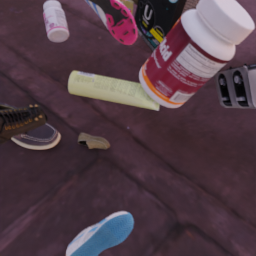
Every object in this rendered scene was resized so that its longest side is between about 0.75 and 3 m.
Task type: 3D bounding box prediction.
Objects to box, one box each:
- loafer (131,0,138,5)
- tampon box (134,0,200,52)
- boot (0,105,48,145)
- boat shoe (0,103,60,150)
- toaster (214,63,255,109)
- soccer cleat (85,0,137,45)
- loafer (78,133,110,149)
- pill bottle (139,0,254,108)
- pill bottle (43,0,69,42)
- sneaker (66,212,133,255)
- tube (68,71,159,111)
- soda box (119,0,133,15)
[{"bbox_3d":[0.296,-5.128,9.781,0.939,2.785,1.059,24,94,52],"label":"loafer"},{"bbox_3d":[1.444,-3.936,9.106,1.564,2.478,1.857,-21,62,-24],"label":"tampon box"},{"bbox_3d":[-2.643,-0.243,6.264,1.662,2.402,0.931,-23,92,-18],"label":"boot"},{"bbox_3d":[-3.348,-0.123,8.606,2.637,0.854,0.948,21,55,16],"label":"boat shoe"},{"bbox_3d":[3.292,-1.098,6.952,1.820,1.080,1.646,-11,8,-8],"label":"toaster"},{"bbox_3d":[-0.424,-2.721,6.380,0.634,1.814,0.783,-37,22,14],"label":"soccer cleat"},{"bbox_3d":[-1.058,0.469,8.463,1.066,0.405,0.359,13,53,23],"label":"loafer"},{"bbox_3d":[1.537,-1.803,6.738,1.496,2.621,1.496,20,47,-23],"label":"pill bottle"},{"bbox_3d":[-2.358,-3.452,9.063,0.674,0.674,1.188,-12,74,-10],"label":"pill bottle"},{"bbox_3d":[-0.467,1.699,4.433,1.197,0.458,0.483,-32,13,-10],"label":"sneaker"},{"bbox_3d":[-0.344,-0.994,7.584,2.508,0.651,0.728,11,86,6],"label":"tube"},{"bbox_3d":[-0.152,-3.857,8.863,0.437,0.413,1.289,1,29,-10],"label":"soda box"}]
